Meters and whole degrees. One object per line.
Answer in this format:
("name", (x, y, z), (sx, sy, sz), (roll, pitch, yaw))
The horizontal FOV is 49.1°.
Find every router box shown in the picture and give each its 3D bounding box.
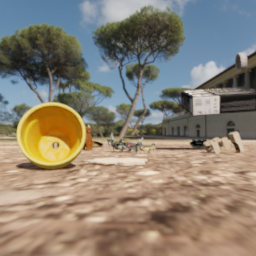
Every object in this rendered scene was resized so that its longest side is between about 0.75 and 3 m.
("router box", (3.573, -1.071, 10.733), (2.756, 0.704, 2.055), (-4, 14, 0))

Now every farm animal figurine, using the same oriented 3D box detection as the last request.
("farm animal figurine", (-3.000, 0.132, 11.522), (2.998, 1.563, 2.965), (-1, -3, 31))

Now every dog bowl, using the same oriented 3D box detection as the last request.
("dog bowl", (4.713, -2.763, 11.719), (0.235, 0.802, 0.802), (-8, -3, 3))

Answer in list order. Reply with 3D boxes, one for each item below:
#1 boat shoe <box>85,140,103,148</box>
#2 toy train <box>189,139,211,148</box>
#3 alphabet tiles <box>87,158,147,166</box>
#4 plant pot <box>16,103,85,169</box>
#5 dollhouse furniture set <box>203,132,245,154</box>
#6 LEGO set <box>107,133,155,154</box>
("boat shoe", (-1.985, 0.855, 15.318), (1.271, 0.469, 0.470), (1, 3, -17))
("toy train", (3.737, 0.842, 14.414), (1.098, 0.468, 0.626), (-5, -17, 41))
("alphabet tiles", (-0.189, 0.619, 5.127), (0.978, 0.073, 1.000), (1, -2, -39))
("plant pot", (-1.180, 0.202, 4.433), (0.963, 0.963, 0.906), (0, -17, -11))
("dollhouse furniture set", (3.110, 0.629, 9.047), (1.023, 0.666, 0.940), (-21, -2, -2))
("LEGO set", (-0.026, 0.654, 9.464), (1.391, 0.607, 2.142), (-1, 11, -16))
